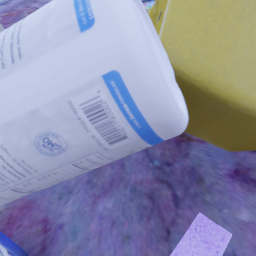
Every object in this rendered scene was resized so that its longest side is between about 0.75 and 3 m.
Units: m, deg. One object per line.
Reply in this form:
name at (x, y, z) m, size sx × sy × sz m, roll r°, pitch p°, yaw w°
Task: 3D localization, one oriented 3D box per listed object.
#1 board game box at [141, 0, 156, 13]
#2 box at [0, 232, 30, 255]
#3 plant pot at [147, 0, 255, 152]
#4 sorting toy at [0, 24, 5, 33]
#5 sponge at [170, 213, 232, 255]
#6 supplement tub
board game box at (0.061, -3.811, 8.346) m, size 2.916 × 0.827 × 2.410 m, roll 35°, pitch 54°, yaw 29°
box at (-1.827, 2.109, 4.568) m, size 1.060 × 0.642 × 0.172 m, roll 24°, pitch 43°, yaw 27°
plant pot at (1.520, -1.213, 4.729) m, size 2.609 × 2.534 × 2.550 m, roll 18°, pitch 80°, yaw -11°
sorting toy at (-3.691, -2.184, 6.376) m, size 0.509 × 2.789 × 2.581 m, roll -34°, pitch 8°, yaw 29°
sponge at (0.849, 1.395, 3.264) m, size 0.461 × 0.123 × 0.826 m, roll 34°, pitch 42°, yaw 21°
supplement tub at (-0.729, -0.241, 2.674) m, size 2.265 × 1.495 × 1.495 m, roll -22°, pitch 35°, yaw 16°
